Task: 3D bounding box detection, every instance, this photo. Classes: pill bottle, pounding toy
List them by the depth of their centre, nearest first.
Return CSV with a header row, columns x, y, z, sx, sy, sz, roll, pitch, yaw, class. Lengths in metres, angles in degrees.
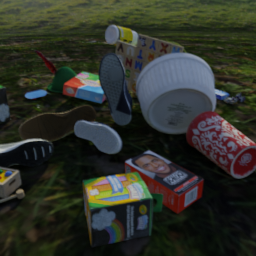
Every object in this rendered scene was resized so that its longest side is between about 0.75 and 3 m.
x,y,z,sx,sy,sz,roll,pitch,yaw,class
-3.224,1.511,7.321,1.103,0.505,0.969,7,25,15,pounding toy
-0.290,-4.510,13.902,1.565,0.894,0.894,-8,23,-45,pill bottle

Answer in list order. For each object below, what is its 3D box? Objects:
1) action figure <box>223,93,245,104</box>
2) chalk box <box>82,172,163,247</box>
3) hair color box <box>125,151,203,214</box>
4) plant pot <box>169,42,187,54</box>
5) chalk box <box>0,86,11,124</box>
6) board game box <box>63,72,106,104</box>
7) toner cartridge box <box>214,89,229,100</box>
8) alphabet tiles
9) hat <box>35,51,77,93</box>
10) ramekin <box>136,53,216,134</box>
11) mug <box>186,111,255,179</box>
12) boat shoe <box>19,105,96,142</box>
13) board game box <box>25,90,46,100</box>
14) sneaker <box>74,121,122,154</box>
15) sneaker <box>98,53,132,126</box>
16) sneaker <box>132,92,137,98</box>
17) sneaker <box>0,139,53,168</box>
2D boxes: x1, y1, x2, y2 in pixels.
x,y,z,sx,sy,sz,roll,pitch,yaw,class
5.269,-1.438,13.979,1.097,0.381,0.714,-14,33,-20,action figure
-0.076,1.728,6.204,1.694,1.057,1.050,-6,26,-15,chalk box
0.900,1.366,7.518,0.997,0.601,1.964,-21,31,-37,hair color box
0.970,-2.649,12.927,2.688,2.688,2.588,-16,26,-31,plant pot
-6.227,-0.752,11.084,1.496,1.506,2.413,15,27,29,chalk box
-1.979,-2.211,15.019,2.076,0.547,2.713,14,26,6,board game box
4.695,-1.798,14.876,0.576,0.262,1.213,-13,28,-26,toner cartridge box
0.615,-2.338,10.836,2.796,2.337,0.106,25,35,25,alphabet tiles
-3.609,-3.388,15.812,2.232,2.372,2.695,-1,25,0,hat
1.782,-1.078,10.225,2.922,2.922,1.534,-1,49,-2,ramekin
3.122,0.463,8.674,1.822,1.369,2.053,-11,30,-18,mug
-2.602,-0.078,10.455,2.887,1.042,0.938,-21,-5,-30,boat shoe
-4.810,-1.664,14.679,1.096,0.213,0.866,-18,34,-24,board game box
-0.851,0.258,9.493,2.134,0.837,0.847,25,11,38,sneaker
-0.422,-1.462,10.232,0.936,2.463,1.780,-9,14,5,sneaker
0.832,-1.893,14.848,1.240,0.469,0.544,3,24,4,sneaker
-3.475,0.770,8.586,2.313,0.855,0.917,-12,23,-24,sneaker
